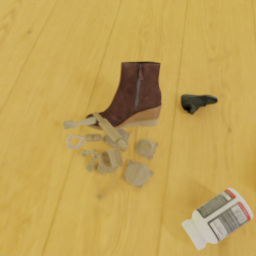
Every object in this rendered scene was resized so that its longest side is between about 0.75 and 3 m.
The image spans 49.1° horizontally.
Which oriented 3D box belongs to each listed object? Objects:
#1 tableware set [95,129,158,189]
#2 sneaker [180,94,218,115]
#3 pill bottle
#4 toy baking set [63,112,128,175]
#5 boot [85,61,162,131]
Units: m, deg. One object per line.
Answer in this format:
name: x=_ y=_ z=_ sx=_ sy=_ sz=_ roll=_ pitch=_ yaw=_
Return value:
tableware set: x=-0.036 y=1.035 z=10.415 sx=2.334 sy=0.271 sz=1.950 roll=20 pitch=64 yaw=10
sneaker: x=2.879 y=-0.919 z=11.356 sx=1.493 sy=0.571 sz=0.855 roll=3 pitch=62 yaw=5
pill bottle: x=2.707 y=2.834 z=8.667 sx=1.939 sy=1.123 sz=1.123 roll=-33 pitch=65 yaw=-1
toy baking set: x=-1.241 y=0.486 z=9.777 sx=2.650 sy=2.034 sz=0.308 roll=52 pitch=28 yaw=8
boot: x=-0.216 y=-1.160 z=10.004 sx=2.869 sy=2.386 sz=1.038 roll=-4 pitch=24 yaw=-2
